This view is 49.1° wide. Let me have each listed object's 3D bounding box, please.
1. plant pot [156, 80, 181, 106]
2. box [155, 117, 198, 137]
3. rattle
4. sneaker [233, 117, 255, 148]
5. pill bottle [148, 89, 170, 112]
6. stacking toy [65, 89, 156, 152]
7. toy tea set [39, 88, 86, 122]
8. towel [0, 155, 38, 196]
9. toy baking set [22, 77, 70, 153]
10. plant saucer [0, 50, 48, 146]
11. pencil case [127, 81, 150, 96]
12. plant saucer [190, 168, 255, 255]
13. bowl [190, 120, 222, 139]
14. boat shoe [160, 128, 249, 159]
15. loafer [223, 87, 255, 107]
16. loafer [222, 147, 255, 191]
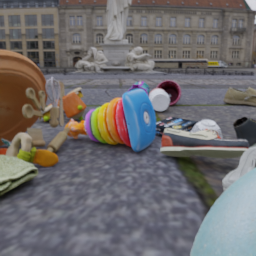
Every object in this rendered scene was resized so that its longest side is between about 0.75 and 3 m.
[{"bbox_3d":[1.974,-1.617,13.491,1.195,1.195,1.069,4,-1,15],"label":"plant pot"},{"bbox_3d":[1.340,-0.007,8.101,0.962,0.278,1.210,13,21,37],"label":"box"},{"bbox_3d":[-2.089,0.497,5.738,0.815,0.743,1.140,-4,-8,-44],"label":"rattle"},{"bbox_3d":[3.006,-0.064,6.632,1.328,0.705,0.497,-35,17,-33],"label":"sneaker"},{"bbox_3d":[1.320,-1.187,11.986,0.869,0.869,1.587,0,14,2],"label":"pill bottle"},{"bbox_3d":[-0.604,-0.069,7.085,2.405,1.396,1.320,-9,8,26],"label":"stacking toy"},{"bbox_3d":[-2.244,-0.711,10.588,1.604,0.998,2.697,-28,14,8],"label":"toy tea set"},{"bbox_3d":[-2.946,0.767,4.572,2.490,0.454,1.848,6,14,25],"label":"towel"},{"bbox_3d":[-1.704,-0.293,6.316,0.233,1.535,2.000,-3,23,16],"label":"toy baking set"},{"bbox_3d":[-2.848,-0.425,5.904,2.528,2.528,0.408,-13,50,-44],"label":"plant saucer"},{"bbox_3d":[0.482,-1.599,13.214,1.026,1.115,2.412,1,14,5],"label":"pencil case"},{"bbox_3d":[1.688,0.886,1.195,2.882,0.555,2.882,-7,39,6],"label":"plant saucer"},{"bbox_3d":[2.105,0.035,7.445,0.861,0.404,0.861,3,25,-2],"label":"bowl"},{"bbox_3d":[1.504,0.282,5.677,1.832,0.573,0.652,-1,-24,35],"label":"boat shoe"},{"bbox_3d":[5.854,-1.485,13.268,2.535,0.855,0.964,5,14,21],"label":"loafer"},{"bbox_3d":[2.010,0.698,4.421,0.521,0.522,1.493,-7,18,44],"label":"loafer"}]
